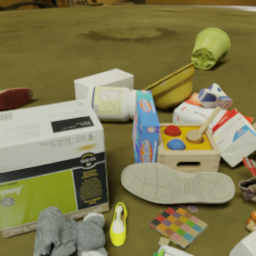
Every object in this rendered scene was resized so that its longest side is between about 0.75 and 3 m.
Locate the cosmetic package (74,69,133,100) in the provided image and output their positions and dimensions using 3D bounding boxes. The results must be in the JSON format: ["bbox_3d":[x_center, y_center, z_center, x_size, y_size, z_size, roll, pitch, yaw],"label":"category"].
[{"bbox_3d":[-1.051,-1.823,12.690,2.434,1.033,1.310,-24,39,-34],"label":"cosmetic package"}]

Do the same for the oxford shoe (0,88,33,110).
[{"bbox_3d":[-5.361,-1.234,11.836,2.547,0.897,0.952,-22,34,-32],"label":"oxford shoe"}]

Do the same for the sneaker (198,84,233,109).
[{"bbox_3d":[3.269,-1.289,11.001,1.626,0.657,0.939,9,41,-33],"label":"sneaker"}]

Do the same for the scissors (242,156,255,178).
[{"bbox_3d":[3.297,1.263,7.263,0.439,0.084,1.199,19,44,-25],"label":"scissors"}]

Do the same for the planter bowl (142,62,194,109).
[{"bbox_3d":[1.760,-1.558,11.625,2.782,1.159,2.782,-29,5,3],"label":"planter bowl"}]

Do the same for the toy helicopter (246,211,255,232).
[{"bbox_3d":[2.942,2.384,6.213,0.634,0.378,0.959,24,47,20],"label":"toy helicopter"}]

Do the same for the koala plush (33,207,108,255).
[{"bbox_3d":[-1.106,2.238,5.626,1.443,1.326,1.280,8,30,-13],"label":"koala plush"}]

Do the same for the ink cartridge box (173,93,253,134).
[{"bbox_3d":[3.322,-0.503,10.838,2.570,0.644,2.085,16,34,30],"label":"ink cartridge box"}]

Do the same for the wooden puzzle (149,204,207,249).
[{"bbox_3d":[1.171,2.246,6.477,0.960,0.114,1.619,25,32,38],"label":"wooden puzzle"}]

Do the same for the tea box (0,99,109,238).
[{"bbox_3d":[-1.883,0.873,6.594,2.488,2.448,1.663,-10,30,-16],"label":"tea box"}]

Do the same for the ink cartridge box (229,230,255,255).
[{"bbox_3d":[2.992,2.433,5.416,1.586,0.681,1.162,-18,50,-29],"label":"ink cartridge box"}]

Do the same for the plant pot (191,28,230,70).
[{"bbox_3d":[4.708,-4.503,16.615,2.158,2.158,1.984,15,44,25],"label":"plant pot"}]

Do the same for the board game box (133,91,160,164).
[{"bbox_3d":[0.489,0.120,8.580,0.527,1.781,2.342,2,29,-3],"label":"board game box"}]

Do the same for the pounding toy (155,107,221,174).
[{"bbox_3d":[1.840,0.453,8.294,2.104,1.496,1.937,0,31,-1],"label":"pounding toy"}]

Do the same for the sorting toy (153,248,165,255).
[{"bbox_3d":[0.351,2.721,5.093,0.823,0.164,1.114,-34,15,39],"label":"sorting toy"}]

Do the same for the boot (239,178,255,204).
[{"bbox_3d":[3.347,1.529,6.620,1.311,0.958,0.460,-30,23,47],"label":"boot"}]

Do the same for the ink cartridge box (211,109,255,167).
[{"bbox_3d":[3.322,0.230,8.803,0.651,1.126,1.937,42,23,-9],"label":"ink cartridge box"}]

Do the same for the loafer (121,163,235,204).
[{"bbox_3d":[1.213,1.549,7.189,2.770,0.871,0.996,5,65,10],"label":"loafer"}]

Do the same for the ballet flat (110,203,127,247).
[{"bbox_3d":[-0.220,2.169,6.454,0.363,0.364,1.087,-1,30,6],"label":"ballet flat"}]

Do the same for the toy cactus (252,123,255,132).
[{"bbox_3d":[4.769,0.409,8.874,2.335,1.194,1.927,-9,23,-19],"label":"toy cactus"}]

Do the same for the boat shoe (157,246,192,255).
[{"bbox_3d":[1.261,2.749,5.300,1.556,0.560,0.511,15,50,18],"label":"boat shoe"}]

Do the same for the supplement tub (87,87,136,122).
[{"bbox_3d":[-0.586,-0.908,10.820,1.827,1.325,1.325,2,30,2],"label":"supplement tub"}]
